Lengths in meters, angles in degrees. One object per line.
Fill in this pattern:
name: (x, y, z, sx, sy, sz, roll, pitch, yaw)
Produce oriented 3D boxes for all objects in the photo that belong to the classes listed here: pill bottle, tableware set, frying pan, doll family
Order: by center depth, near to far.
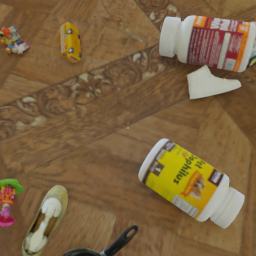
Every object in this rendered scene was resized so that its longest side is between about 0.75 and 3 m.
frying pan: (-0.785, 2.814, 6.024, 1.383, 0.372, 2.286, 21, 97, 5)
pill bottle: (1.517, 1.357, 6.832, 2.340, 1.278, 1.278, 32, 66, 16)
pill bottle: (2.409, -2.673, 8.740, 2.660, 1.457, 1.457, 13, 62, 14)
tableware set: (0.139, -3.159, 9.509, 0.681, 0.816, 0.095, 27, 102, -26)
doll family: (-3.972, -2.906, 9.651, 0.719, 0.522, 1.159, -37, 85, -26)

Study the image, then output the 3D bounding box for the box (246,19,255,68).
box: (4.410, -3.043, 9.718, 2.098, 0.364, 1.155, -37, 68, -18)

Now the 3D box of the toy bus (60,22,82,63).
toy bus: (-1.942, -2.831, 9.406, 0.552, 0.459, 1.409, -18, 67, 28)

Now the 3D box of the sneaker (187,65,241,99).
sneaker: (2.618, -1.498, 8.575, 1.622, 0.598, 0.937, -13, 95, -6)

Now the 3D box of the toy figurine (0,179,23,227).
toy figurine: (-2.861, 1.825, 6.617, 0.751, 1.000, 0.920, 6, 54, -27)

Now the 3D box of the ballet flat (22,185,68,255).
ballet flat: (-1.953, 2.220, 6.653, 0.638, 0.638, 1.805, 21, 70, 11)
